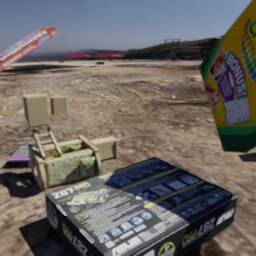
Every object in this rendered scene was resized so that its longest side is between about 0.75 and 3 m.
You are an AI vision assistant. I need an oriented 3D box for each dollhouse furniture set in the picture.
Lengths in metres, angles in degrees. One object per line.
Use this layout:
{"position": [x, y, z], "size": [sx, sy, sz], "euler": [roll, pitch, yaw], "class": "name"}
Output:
{"position": [-1.245, 0.147, 7.378], "size": [2.529, 2.237, 1.406], "euler": [-11, 21, -28], "class": "dollhouse furniture set"}

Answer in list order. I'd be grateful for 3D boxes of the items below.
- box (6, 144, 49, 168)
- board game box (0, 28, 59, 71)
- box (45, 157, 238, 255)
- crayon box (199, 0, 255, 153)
{"position": [-3.003, 0.830, 8.544], "size": [0.934, 0.236, 1.306], "euler": [0, 19, -3], "class": "box"}
{"position": [-2.582, -1.948, 6.808], "size": [1.720, 0.167, 0.885], "euler": [-43, 41, -23], "class": "board game box"}
{"position": [0.241, 1.554, 5.476], "size": [2.971, 0.730, 2.395], "euler": [-14, 24, -37], "class": "box"}
{"position": [2.576, -1.028, 5.922], "size": [0.721, 2.135, 2.474], "euler": [4, 59, -19], "class": "crayon box"}
